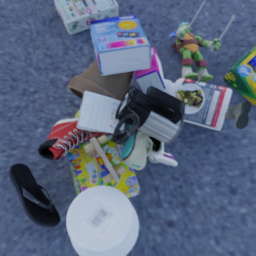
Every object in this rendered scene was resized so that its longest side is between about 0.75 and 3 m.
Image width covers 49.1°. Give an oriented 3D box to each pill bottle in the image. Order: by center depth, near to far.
[{"bbox_3d":[2.200,-0.927,9.915,2.510,1.501,1.501,16,69,16],"label":"pill bottle"}]

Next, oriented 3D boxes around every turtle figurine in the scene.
[{"bbox_3d":[2.703,-3.116,10.513,2.567,1.847,2.489,-10,80,27],"label":"turtle figurine"}]

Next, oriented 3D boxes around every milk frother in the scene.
[{"bbox_3d":[0.546,-0.056,7.779,1.733,1.663,1.843,27,74,-13],"label":"milk frother"}]

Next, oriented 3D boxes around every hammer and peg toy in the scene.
[{"bbox_3d":[-0.673,0.882,7.866,0.652,1.850,1.361,-31,91,-10],"label":"hammer and peg toy"}]

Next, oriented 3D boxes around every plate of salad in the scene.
[{"bbox_3d":[1.966,-0.938,9.026,0.986,0.237,0.986,2,97,13],"label":"plate of salad"}]

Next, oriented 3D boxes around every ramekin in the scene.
[{"bbox_3d":[-0.690,2.459,7.347,1.904,0.928,1.904,-3,53,4],"label":"ramekin"}]

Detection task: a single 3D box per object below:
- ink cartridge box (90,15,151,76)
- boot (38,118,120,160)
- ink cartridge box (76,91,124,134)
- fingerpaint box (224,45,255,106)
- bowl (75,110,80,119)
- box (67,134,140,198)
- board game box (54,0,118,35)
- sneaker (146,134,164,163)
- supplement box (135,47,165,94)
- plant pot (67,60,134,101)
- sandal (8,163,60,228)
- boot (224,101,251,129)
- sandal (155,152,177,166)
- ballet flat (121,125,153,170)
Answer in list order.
[{"bbox_3d":[-0.332,-2.782,8.961,1.597,0.894,2.341,-10,46,-7],"label":"ink cartridge box"},{"bbox_3d":[-1.424,0.256,8.467,2.489,0.901,1.796,-15,25,17],"label":"boot"},{"bbox_3d":[-0.763,-0.389,8.387,1.367,0.323,1.095,14,72,-19],"label":"ink cartridge box"},{"bbox_3d":[5.271,-2.144,10.807,2.325,0.853,1.939,-40,74,-14],"label":"fingerpaint box"},{"bbox_3d":[-1.089,-0.293,9.693,1.341,1.341,0.722,-26,72,-10],"label":"bowl"},{"bbox_3d":[-0.816,1.444,9.181,1.898,1.202,1.971,-16,68,-6],"label":"box"},{"bbox_3d":[-1.810,-5.222,12.098,2.330,0.749,1.719,-23,69,-10],"label":"board game box"},{"bbox_3d":[0.896,0.081,9.883,0.797,0.952,2.152,-10,67,-3],"label":"sneaker"},{"bbox_3d":[0.736,-1.979,9.770,0.819,0.802,1.585,-18,42,17],"label":"supplement box"},{"bbox_3d":[-0.766,-1.600,9.748,2.106,2.106,1.836,29,84,11],"label":"plant pot"},{"bbox_3d":[-2.977,2.087,8.830,2.435,0.926,0.521,50,117,13],"label":"sandal"},{"bbox_3d":[3.159,-0.311,8.244,0.368,0.709,1.086,44,56,-18],"label":"boot"},{"bbox_3d":[0.961,0.760,7.268,0.503,1.235,0.304,23,82,-6],"label":"sandal"},{"bbox_3d":[0.421,0.157,8.943,0.948,0.948,2.729,12,51,5],"label":"ballet flat"}]
